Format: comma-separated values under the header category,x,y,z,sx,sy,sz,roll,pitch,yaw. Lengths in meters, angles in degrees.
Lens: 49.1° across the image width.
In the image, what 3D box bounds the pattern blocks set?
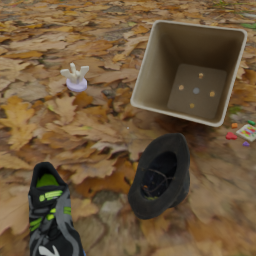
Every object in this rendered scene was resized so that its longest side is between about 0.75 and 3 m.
category,x,y,z,sx,sy,sz,roll,pitch,yaw
pattern blocks set,3.592,0.141,8.329,1.105,0.102,1.257,24,43,28

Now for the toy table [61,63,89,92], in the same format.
category,x,y,z,sx,sy,sz,roll,pitch,yaw
toy table,-1.969,-1.935,10.605,1.061,0.676,1.154,-22,41,-27

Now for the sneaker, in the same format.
category,x,y,z,sx,sy,sz,roll,pitch,yaw
sneaker,-1.523,1.713,5.394,0.968,1.131,2.730,-14,39,-15

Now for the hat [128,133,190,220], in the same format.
category,x,y,z,sx,sy,sz,roll,pitch,yaw
hat,0.882,1.128,6.117,0.811,2.010,2.010,31,31,-22

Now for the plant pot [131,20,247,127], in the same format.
category,x,y,z,sx,sy,sz,roll,pitch,yaw
plant pot,1.842,-1.327,8.129,2.450,2.453,2.171,16,-2,22
